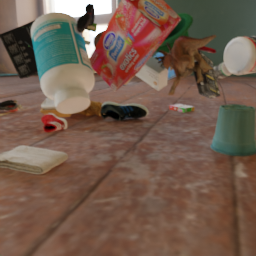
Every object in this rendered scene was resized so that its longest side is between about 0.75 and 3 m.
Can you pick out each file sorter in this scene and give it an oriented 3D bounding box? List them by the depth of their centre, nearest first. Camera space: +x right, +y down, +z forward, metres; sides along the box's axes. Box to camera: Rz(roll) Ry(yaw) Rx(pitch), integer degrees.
[{"bbox_3d":[2.006,-3.220,14.102,0.978,1.409,0.864,-21,14,34],"label":"file sorter"}]

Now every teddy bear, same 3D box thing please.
[{"bbox_3d":[-1.965,-1.099,14.151,2.521,0.842,1.828,10,16,34],"label":"teddy bear"}]

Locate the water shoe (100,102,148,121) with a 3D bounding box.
[{"bbox_3d":[-0.181,-0.615,12.890,2.202,0.787,0.869,5,46,3],"label":"water shoe"}]

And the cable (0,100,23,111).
[{"bbox_3d":[-6.767,-0.926,14.649,2.426,0.611,1.178,-24,37,-30],"label":"cable"}]

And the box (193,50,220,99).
[{"bbox_3d":[2.673,-1.779,9.624,0.423,1.390,1.724,-17,-8,28],"label":"box"}]

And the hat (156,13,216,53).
[{"bbox_3d":[2.164,-3.342,12.436,2.884,2.539,2.389,-11,44,27],"label":"hat"}]

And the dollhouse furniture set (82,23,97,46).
[{"bbox_3d":[-2.062,-4.140,13.056,0.714,0.925,1.851,15,58,1],"label":"dollhouse furniture set"}]

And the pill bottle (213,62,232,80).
[{"bbox_3d":[3.765,-2.296,11.538,0.576,0.576,1.019,-6,-5,-22],"label":"pill bottle"}]

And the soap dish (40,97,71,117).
[{"bbox_3d":[-3.120,-1.304,13.516,1.529,0.789,1.943,0,43,24],"label":"soap dish"}]

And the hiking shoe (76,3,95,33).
[{"bbox_3d":[-1.153,-3.072,8.076,0.376,0.992,0.499,14,-20,19],"label":"hiking shoe"}]

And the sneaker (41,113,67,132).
[{"bbox_3d":[-3.235,-0.221,11.325,1.474,0.577,0.851,9,16,35],"label":"sneaker"}]

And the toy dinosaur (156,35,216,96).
[{"bbox_3d":[1.633,-2.190,8.563,1.089,1.719,2.537,-12,-22,-15],"label":"toy dinosaur"}]

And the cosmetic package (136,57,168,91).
[{"bbox_3d":[0.650,-2.839,12.842,0.666,1.086,2.631,-39,59,-20],"label":"cosmetic package"}]

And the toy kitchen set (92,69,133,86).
[{"bbox_3d":[-0.591,-2.352,10.934,1.633,0.962,1.308,41,33,-8],"label":"toy kitchen set"}]

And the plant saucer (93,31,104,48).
[{"bbox_3d":[-0.746,-3.236,10.957,1.283,1.283,0.206,-4,-19,-17],"label":"plant saucer"}]

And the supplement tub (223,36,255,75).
[{"bbox_3d":[4.831,-2.820,10.796,1.975,1.386,1.386,-13,19,-28],"label":"supplement tub"}]

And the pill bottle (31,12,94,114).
[{"bbox_3d":[-1.867,-1.831,8.143,1.526,2.755,1.526,-14,-21,-5],"label":"pill bottle"}]

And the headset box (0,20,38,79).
[{"bbox_3d":[-3.696,-3.249,11.358,2.121,1.846,0.984,-22,14,3],"label":"headset box"}]

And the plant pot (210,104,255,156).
[{"bbox_3d":[3.367,0.010,8.819,1.408,1.379,1.408,0,14,0],"label":"plant pot"}]

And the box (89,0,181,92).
[{"bbox_3d":[0.058,-2.469,8.096,1.270,1.326,2.661,-45,1,-40],"label":"box"}]

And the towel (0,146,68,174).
[{"bbox_3d":[-2.714,0.836,7.755,1.800,0.310,1.193,6,16,21],"label":"towel"}]

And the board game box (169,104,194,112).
[{"bbox_3d":[2.921,-1.080,15.261,0.824,0.217,1.077,-11,18,-35],"label":"board game box"}]
